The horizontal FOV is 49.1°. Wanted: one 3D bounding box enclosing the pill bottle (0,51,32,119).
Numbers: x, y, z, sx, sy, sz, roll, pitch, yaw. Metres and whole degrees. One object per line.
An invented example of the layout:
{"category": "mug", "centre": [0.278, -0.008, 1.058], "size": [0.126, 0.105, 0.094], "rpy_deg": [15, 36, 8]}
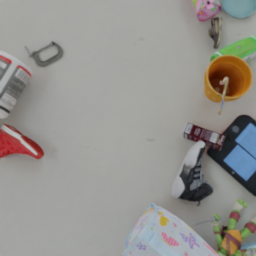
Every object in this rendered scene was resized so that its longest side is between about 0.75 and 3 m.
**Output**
{"category": "pill bottle", "centre": [-4.367, -1.179, 9.265], "size": [1.377, 1.377, 2.418], "rpy_deg": [26, 79, 5]}

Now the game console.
{"category": "game console", "centre": [4.055, 0.856, 9.357], "size": [2.223, 0.345, 1.966], "rpy_deg": [43, 81, 9]}

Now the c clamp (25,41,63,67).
{"category": "c clamp", "centre": [-3.056, -2.797, 10.245], "size": [1.221, 0.165, 1.043], "rpy_deg": [-24, 79, -5]}

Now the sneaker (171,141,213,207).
{"category": "sneaker", "centre": [2.257, 1.491, 8.964], "size": [1.148, 0.761, 2.017], "rpy_deg": [25, 92, 2]}

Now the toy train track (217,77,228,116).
{"category": "toy train track", "centre": [2.541, -0.849, 7.666], "size": [0.199, 1.224, 0.702], "rpy_deg": [12, 48, 20]}

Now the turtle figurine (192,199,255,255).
{"category": "turtle figurine", "centre": [3.209, 3.017, 8.197], "size": [1.931, 1.433, 1.991], "rpy_deg": [-44, 122, -26]}

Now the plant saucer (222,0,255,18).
{"category": "plant saucer", "centre": [4.204, -4.738, 10.663], "size": [1.339, 0.183, 1.339], "rpy_deg": [0, 78, -1]}

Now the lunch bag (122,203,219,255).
{"category": "lunch bag", "centre": [1.153, 3.393, 7.521], "size": [2.400, 2.830, 1.799], "rpy_deg": [36, 80, 7]}

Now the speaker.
{"category": "speaker", "centre": [3.832, -2.615, 9.911], "size": [1.740, 0.770, 0.770], "rpy_deg": [-26, 79, -6]}

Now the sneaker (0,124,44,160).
{"category": "sneaker", "centre": [-3.703, 0.755, 9.294], "size": [1.829, 0.717, 1.057], "rpy_deg": [34, 88, 19]}

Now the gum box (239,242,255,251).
{"category": "gum box", "centre": [4.246, 4.150, 8.647], "size": [1.414, 0.315, 1.201], "rpy_deg": [-13, 78, -3]}

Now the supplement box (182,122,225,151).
{"category": "supplement box", "centre": [2.447, 0.282, 9.162], "size": [1.311, 0.714, 0.399], "rpy_deg": [21, 79, 17]}

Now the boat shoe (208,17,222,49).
{"category": "boat shoe", "centre": [3.172, -3.473, 10.277], "size": [0.471, 0.478, 1.284], "rpy_deg": [6, 72, 15]}

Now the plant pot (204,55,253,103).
{"category": "plant pot", "centre": [3.153, -1.473, 9.356], "size": [1.452, 1.329, 1.452], "rpy_deg": [0, 78, -1]}

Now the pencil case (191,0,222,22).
{"category": "pencil case", "centre": [2.682, -5.129, 10.350], "size": [0.993, 0.993, 2.271], "rpy_deg": [-13, 77, -3]}
